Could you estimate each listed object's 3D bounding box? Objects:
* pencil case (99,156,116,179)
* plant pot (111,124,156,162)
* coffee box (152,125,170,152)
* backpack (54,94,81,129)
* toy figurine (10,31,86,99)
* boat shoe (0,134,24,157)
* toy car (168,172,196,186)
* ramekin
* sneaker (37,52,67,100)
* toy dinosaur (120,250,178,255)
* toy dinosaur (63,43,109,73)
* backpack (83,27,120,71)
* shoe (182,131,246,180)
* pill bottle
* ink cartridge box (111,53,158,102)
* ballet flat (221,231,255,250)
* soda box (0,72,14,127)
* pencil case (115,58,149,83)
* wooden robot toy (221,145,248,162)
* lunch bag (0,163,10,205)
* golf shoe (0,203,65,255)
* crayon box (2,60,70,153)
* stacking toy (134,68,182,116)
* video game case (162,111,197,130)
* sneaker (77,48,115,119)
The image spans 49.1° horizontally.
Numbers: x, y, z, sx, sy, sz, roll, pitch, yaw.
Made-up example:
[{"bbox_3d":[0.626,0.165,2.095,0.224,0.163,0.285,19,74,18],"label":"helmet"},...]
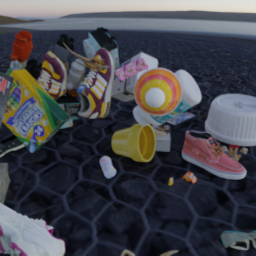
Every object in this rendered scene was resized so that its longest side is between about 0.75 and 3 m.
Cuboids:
[{"bbox_3d":[-0.787,1.481,10.663,0.455,0.417,1.004,-31,30,-3],"label":"pencil case"},{"bbox_3d":[0.174,0.604,11.434,1.430,1.520,1.520,-2,22,33],"label":"plant pot"},{"bbox_3d":[1.462,0.429,12.563,0.856,0.597,1.497,4,27,8],"label":"coffee box"},{"bbox_3d":[-3.759,-0.905,13.799,1.970,1.718,2.241,26,15,36],"label":"backpack"},{"bbox_3d":[-3.484,-2.558,12.248,2.951,2.085,2.997,-9,54,-34],"label":"toy figurine"},{"bbox_3d":[-5.357,0.737,11.843,2.108,0.699,0.788,-23,35,-38],"label":"boat shoe"},{"bbox_3d":[1.974,1.851,10.048,1.017,0.338,0.499,-15,30,-29],"label":"toy car"},{"bbox_3d":[5.249,-0.514,13.389,2.942,1.544,2.942,0,26,0],"label":"ramekin"},{"bbox_3d":[-2.769,-1.616,9.769,0.858,2.290,1.032,41,64,15],"label":"sneaker"},{"bbox_3d":[0.176,3.525,6.684,1.091,0.628,2.158,35,48,25],"label":"toy dinosaur"},{"bbox_3d":[-1.226,-2.024,8.657,1.635,0.494,0.868,22,2,-43],"label":"toy dinosaur"},{"bbox_3d":[-1.162,-3.390,12.889,1.421,1.854,1.630,-34,60,-8],"label":"backpack"},{"bbox_3d":[3.282,0.980,10.816,2.611,1.188,0.933,22,34,36],"label":"shoe"},{"bbox_3d":[1.280,-0.916,9.908,2.325,1.288,1.288,-32,9,34],"label":"pill bottle"},{"bbox_3d":[0.246,-2.309,13.144,0.957,1.643,2.272,17,-15,-30],"label":"ink cartridge box"},{"bbox_3d":[3.301,3.065,7.632,1.513,0.510,0.482,-2,54,-2],"label":"ballet flat"},{"bbox_3d":[-3.458,-0.650,7.212,0.548,1.549,0.491,21,-20,-40],"label":"soda box"},{"bbox_3d":[0.099,-1.622,7.839,0.922,0.399,0.382,-27,8,4],"label":"pencil case"},{"bbox_3d":[4.194,1.106,11.314,1.436,0.633,0.652,0,38,1],"label":"wooden robot toy"},{"bbox_3d":[-4.921,1.919,9.197,1.692,0.995,1.388,-1,27,-13],"label":"lunch bag"},{"bbox_3d":[-2.831,2.846,7.533,2.796,1.053,1.280,31,30,34],"label":"golf shoe"},{"bbox_3d":[-3.535,-0.720,9.509,2.711,1.704,0.699,47,20,0],"label":"crayon box"},{"bbox_3d":[0.776,-0.907,7.985,1.513,1.513,2.071,5,15,10],"label":"stacking toy"},{"bbox_3d":[2.314,-0.630,15.034,1.877,0.265,2.077,-22,34,-37],"label":"video game case"},{"bbox_3d":[-1.401,-1.818,11.475,1.309,2.906,1.089,-2,10,-37],"label":"sneaker"}]
